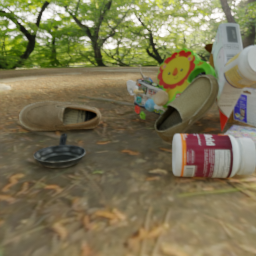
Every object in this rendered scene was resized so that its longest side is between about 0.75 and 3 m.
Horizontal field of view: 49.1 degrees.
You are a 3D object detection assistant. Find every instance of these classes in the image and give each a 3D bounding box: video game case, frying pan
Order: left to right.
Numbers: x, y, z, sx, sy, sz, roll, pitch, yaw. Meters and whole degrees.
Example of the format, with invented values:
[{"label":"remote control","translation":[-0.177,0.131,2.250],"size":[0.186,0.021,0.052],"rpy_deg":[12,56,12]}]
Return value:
[{"label":"frying pan","translation":[-2.060,0.652,7.940],"size":[1.359,0.366,2.247],"rpy_deg":[-8,16,-29]},{"label":"video game case","translation":[4.075,0.265,9.668],"size":[1.296,0.163,1.810],"rpy_deg":[9,18,31]}]

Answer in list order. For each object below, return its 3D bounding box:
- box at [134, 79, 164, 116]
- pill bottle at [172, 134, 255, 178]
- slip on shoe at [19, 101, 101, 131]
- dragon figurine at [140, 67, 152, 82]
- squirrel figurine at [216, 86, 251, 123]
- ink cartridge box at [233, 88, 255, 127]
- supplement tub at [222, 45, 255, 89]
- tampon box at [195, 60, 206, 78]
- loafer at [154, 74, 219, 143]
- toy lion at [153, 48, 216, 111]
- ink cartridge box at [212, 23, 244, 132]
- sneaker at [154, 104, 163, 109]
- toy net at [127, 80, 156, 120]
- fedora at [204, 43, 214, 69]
[{"label":"box","translation":[1.255,-1.241,12.167],"size":[2.235,1.230,0.388],"rpy_deg":[27,37,32]},{"label":"pill bottle","translation":[1.979,0.660,6.649],"size":[1.784,1.018,1.018],"rpy_deg":[1,16,4]},{"label":"slip on shoe","translation":[-2.483,-0.420,10.316],"size":[2.972,1.130,0.900],"rpy_deg":[5,-4,-8]},{"label":"dragon figurine","translation":[1.012,-2.384,14.515],"size":[0.478,1.624,0.808],"rpy_deg":[-39,1,7]},{"label":"squirrel figurine","translation":[4.484,-1.256,12.047],"size":[1.266,1.789,1.670],"rpy_deg":[-11,30,-14]},{"label":"ink cartridge box","translation":[4.558,-0.840,10.488],"size":[0.320,1.477,1.463],"rpy_deg":[-19,23,-18]},{"label":"supplement tub","translation":[3.079,-1.552,7.178],"size":[0.886,0.886,1.218],"rpy_deg":[-2,-6,-8]},{"label":"tampon box","translation":[2.547,-1.679,12.195],"size":[1.340,1.591,2.122],"rpy_deg":[-14,-17,-34]},{"label":"loafer","translation":[1.600,-0.524,7.808],"size":[0.877,2.305,0.777],"rpy_deg":[46,18,33]},{"label":"toy lion","translation":[1.920,-1.711,9.608],"size":[2.349,2.252,0.807],"rpy_deg":[1,-20,47]},{"label":"ink cartridge box","translation":[3.186,-1.601,9.643],"size":[0.848,2.973,2.416],"rpy_deg":[5,60,0]},{"label":"sneaker","translation":[1.599,-1.156,10.867],"size":[1.363,0.558,0.504],"rpy_deg":[-21,3,12]},{"label":"toy net","translation":[0.466,-1.269,11.954],"size":[0.351,0.953,1.817],"rpy_deg":[-10,56,-39]},{"label":"fedora","translation":[3.921,-2.632,11.201],"size":[2.183,0.890,2.183],"rpy_deg":[22,8,-3]}]
